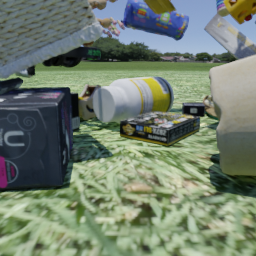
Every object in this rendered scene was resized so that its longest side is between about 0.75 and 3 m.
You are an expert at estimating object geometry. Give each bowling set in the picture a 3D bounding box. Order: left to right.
[{"bbox_3d":[-1.101,-3.468,9.151,1.234,1.600,2.299,17,44,36],"label":"bowling set"}]

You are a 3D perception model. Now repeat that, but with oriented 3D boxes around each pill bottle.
[{"bbox_3d":[0.185,-0.908,9.229,2.625,1.461,1.461,-13,19,-43],"label":"pill bottle"}]

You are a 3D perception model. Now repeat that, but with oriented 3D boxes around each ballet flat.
[{"bbox_3d":[3.253,-0.813,10.385,0.783,0.725,2.222,-2,14,-9],"label":"ballet flat"}]

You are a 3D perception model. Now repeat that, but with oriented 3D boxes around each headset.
[{"bbox_3d":[-2.065,-2.090,8.496,2.546,1.196,1.572,8,13,22],"label":"headset"}]

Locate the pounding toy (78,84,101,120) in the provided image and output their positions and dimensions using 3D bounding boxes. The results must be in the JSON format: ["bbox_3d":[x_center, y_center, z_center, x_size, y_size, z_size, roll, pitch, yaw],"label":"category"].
[{"bbox_3d":[-1.175,-0.969,10.171,1.138,1.134,1.984,6,16,23],"label":"pounding toy"}]

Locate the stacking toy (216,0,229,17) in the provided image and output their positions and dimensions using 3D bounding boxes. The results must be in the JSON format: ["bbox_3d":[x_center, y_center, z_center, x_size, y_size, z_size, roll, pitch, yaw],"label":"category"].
[{"bbox_3d":[3.429,-4.719,10.228,0.520,1.218,0.520,-5,-13,-1],"label":"stacking toy"}]

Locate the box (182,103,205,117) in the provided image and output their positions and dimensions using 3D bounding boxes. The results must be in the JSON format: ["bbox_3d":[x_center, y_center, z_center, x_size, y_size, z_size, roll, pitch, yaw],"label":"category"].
[{"bbox_3d":[2.458,-0.703,10.572,0.798,0.415,0.727,2,15,9],"label":"box"}]

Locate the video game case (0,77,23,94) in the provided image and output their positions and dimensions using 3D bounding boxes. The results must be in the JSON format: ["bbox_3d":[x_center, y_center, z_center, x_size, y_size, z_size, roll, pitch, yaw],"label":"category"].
[{"bbox_3d":[-3.138,-0.244,6.199,0.190,1.999,1.428,38,8,-12],"label":"video game case"}]

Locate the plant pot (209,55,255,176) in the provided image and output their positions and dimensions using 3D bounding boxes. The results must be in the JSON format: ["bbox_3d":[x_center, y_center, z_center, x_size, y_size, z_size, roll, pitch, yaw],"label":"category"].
[{"bbox_3d":[2.866,-0.260,4.759,2.696,2.945,2.945,-8,11,18],"label":"plant pot"}]

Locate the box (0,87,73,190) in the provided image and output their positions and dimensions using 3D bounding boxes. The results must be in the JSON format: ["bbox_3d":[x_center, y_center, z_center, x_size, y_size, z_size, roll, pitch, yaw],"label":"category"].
[{"bbox_3d":[-1.816,0.026,5.489,1.262,1.455,2.380,-2,14,-7],"label":"box"}]

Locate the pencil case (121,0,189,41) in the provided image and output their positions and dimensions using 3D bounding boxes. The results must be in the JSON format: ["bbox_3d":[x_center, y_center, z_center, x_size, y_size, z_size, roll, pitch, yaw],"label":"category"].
[{"bbox_3d":[1.003,-4.051,10.630,2.527,1.097,0.986,14,-10,-3],"label":"pencil case"}]

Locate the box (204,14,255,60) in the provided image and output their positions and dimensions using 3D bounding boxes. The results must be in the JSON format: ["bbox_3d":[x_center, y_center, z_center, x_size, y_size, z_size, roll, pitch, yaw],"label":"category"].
[{"bbox_3d":[3.387,-2.097,7.975,1.803,0.550,2.277,13,36,-50],"label":"box"}]

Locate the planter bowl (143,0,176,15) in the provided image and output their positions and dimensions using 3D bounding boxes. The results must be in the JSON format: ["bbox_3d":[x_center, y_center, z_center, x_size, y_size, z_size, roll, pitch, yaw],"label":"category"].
[{"bbox_3d":[0.901,-4.147,9.165,0.576,1.383,1.383,-42,3,18],"label":"planter bowl"}]

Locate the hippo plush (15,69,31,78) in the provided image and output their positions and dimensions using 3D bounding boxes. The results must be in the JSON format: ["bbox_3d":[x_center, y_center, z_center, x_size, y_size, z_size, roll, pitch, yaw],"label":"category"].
[{"bbox_3d":[-3.612,-2.081,9.498,0.777,0.625,0.619,12,-3,-29],"label":"hippo plush"}]

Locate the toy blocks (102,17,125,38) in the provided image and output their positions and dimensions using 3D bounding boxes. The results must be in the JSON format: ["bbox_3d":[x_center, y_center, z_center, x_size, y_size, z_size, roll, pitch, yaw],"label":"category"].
[{"bbox_3d":[-0.533,-3.619,10.522,0.761,0.640,0.711,-41,-10,27],"label":"toy blocks"}]

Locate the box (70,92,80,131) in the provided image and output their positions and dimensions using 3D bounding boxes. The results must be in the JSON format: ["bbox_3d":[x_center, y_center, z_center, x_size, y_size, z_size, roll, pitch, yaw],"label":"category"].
[{"bbox_3d":[-2.547,-0.475,8.191,1.831,1.138,1.360,9,16,28],"label":"box"}]

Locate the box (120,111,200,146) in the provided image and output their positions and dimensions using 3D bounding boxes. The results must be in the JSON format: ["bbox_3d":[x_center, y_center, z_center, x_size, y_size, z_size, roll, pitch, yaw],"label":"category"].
[{"bbox_3d":[0.928,-0.055,7.909,1.535,0.474,1.923,12,18,34],"label":"box"}]

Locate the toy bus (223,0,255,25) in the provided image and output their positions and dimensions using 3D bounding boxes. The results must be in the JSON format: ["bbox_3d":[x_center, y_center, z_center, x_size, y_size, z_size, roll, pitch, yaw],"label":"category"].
[{"bbox_3d":[2.856,-3.049,6.423,0.665,1.287,1.215,14,6,-43],"label":"toy bus"}]

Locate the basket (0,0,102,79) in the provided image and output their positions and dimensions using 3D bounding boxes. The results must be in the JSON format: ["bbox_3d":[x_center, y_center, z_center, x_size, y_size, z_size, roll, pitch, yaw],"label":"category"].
[{"bbox_3d":[-2.044,-2.356,5.749,2.207,1.775,2.187,-28,28,-14],"label":"basket"}]
